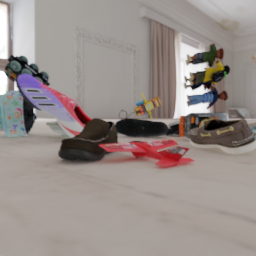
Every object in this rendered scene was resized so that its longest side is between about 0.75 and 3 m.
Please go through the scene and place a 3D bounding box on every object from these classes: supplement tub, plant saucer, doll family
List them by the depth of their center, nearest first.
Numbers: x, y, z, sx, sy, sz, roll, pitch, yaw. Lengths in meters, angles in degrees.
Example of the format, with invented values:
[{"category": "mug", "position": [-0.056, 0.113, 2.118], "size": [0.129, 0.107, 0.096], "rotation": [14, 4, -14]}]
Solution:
[{"category": "doll family", "position": [2.812, -1.660, 9.793], "size": [1.503, 1.020, 2.600], "rotation": [-12, -31, -2]}, {"category": "supplement tub", "position": [2.750, -0.052, 10.243], "size": [1.680, 1.029, 1.029], "rotation": [0, 3, 16]}, {"category": "plant saucer", "position": [-2.054, 0.050, 11.674], "size": [2.617, 0.657, 2.617], "rotation": [0, 4, 0]}]

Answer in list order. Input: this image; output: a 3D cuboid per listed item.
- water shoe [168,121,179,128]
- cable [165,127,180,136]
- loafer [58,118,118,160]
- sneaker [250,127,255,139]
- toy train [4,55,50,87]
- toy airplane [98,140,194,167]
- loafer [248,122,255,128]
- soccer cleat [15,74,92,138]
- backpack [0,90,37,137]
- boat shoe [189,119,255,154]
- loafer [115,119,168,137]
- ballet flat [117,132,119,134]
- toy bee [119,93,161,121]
[{"category": "water shoe", "position": [2.486, 0.040, 12.096], "size": [1.511, 0.596, 0.540], "rotation": [1, -12, -5]}, {"category": "cable", "position": [2.642, 0.075, 12.320], "size": [2.145, 0.545, 1.750], "rotation": [3, 5, 37]}, {"category": "loafer", "position": [-0.890, 0.214, 6.624], "size": [0.912, 0.892, 2.500], "rotation": [1, 3, 13]}, {"category": "sneaker", "position": [3.530, 0.269, 8.231], "size": [1.400, 0.604, 0.543], "rotation": [-1, 3, -9]}, {"category": "toy train", "position": [-3.577, -1.824, 9.927], "size": [0.952, 1.670, 0.712], "rotation": [-42, 16, 38]}, {"category": "toy airplane", "position": [0.520, 0.505, 5.989], "size": [2.118, 0.390, 2.118], "rotation": [0, 3, 0]}, {"category": "loafer", "position": [4.534, 0.005, 11.149], "size": [2.549, 0.801, 0.916], "rotation": [-1, 3, -9]}, {"category": "soccer cleat", "position": [-2.316, -0.815, 9.293], "size": [1.087, 2.969, 1.013], "rotation": [-33, 23, 31]}, {"category": "backpack", "position": [-4.795, -0.598, 11.829], "size": [1.681, 1.983, 2.233], "rotation": [-4, 14, -16]}, {"category": "boat shoe", "position": [2.448, 0.119, 7.778], "size": [0.942, 0.780, 2.621], "rotation": [-23, 9, -13]}, {"category": "loafer", "position": [0.546, 0.040, 11.656], "size": [2.284, 0.775, 0.802], "rotation": [3, -6, 23]}, {"category": "ballet flat", "position": [0.324, -0.038, 13.196], "size": [1.985, 0.737, 0.737], "rotation": [1, 3, 16]}, {"category": "toy bee", "position": [0.633, -0.701, 11.143], "size": [1.755, 1.149, 0.954], "rotation": [-45, 15, -5]}]
